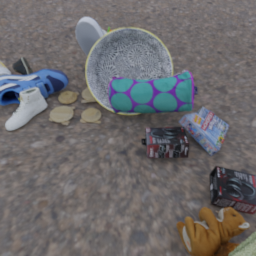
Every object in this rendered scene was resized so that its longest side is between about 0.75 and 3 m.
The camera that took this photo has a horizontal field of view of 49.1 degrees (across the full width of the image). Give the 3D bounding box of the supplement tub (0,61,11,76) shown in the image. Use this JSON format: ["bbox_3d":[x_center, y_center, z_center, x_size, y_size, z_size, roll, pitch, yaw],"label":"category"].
[{"bbox_3d":[-5.155,-2.083,10.985,0.935,0.935,1.286,-30,53,-26],"label":"supplement tub"}]

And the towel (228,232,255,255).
[{"bbox_3d":[2.491,2.766,5.107,1.952,0.356,1.448,-37,79,-2],"label":"towel"}]

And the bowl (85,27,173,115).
[{"bbox_3d":[0.059,-2.077,10.060,2.973,2.973,1.395,2,23,2],"label":"bowl"}]

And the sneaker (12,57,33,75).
[{"bbox_3d":[-4.078,-2.155,10.949,0.575,0.405,1.083,-28,80,14],"label":"sneaker"}]

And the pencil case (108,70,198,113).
[{"bbox_3d":[0.773,-1.145,9.183,2.840,1.208,1.312,-1,84,20],"label":"pencil case"}]

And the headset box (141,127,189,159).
[{"bbox_3d":[1.094,0.439,8.590,1.375,0.531,1.023,0,30,2],"label":"headset box"}]

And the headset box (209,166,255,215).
[{"bbox_3d":[2.896,1.668,7.479,1.306,0.504,0.972,13,48,0],"label":"headset box"}]

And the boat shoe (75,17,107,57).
[{"bbox_3d":[-1.174,-3.228,10.588,1.074,2.919,0.954,16,71,10],"label":"boat shoe"}]

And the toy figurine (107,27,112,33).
[{"bbox_3d":[-0.575,-4.307,13.483,0.888,0.724,0.965,11,68,-2],"label":"toy figurine"}]

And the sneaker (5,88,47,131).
[{"bbox_3d":[-3.630,-0.724,9.570,0.613,0.961,1.663,22,53,32],"label":"sneaker"}]

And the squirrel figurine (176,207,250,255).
[{"bbox_3d":[2.063,2.544,6.354,1.432,1.086,1.534,-13,58,-9],"label":"squirrel figurine"}]

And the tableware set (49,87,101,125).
[{"bbox_3d":[-1.826,-0.836,10.250,1.795,0.249,2.149,1,45,1],"label":"tableware set"}]

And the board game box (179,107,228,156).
[{"bbox_3d":[2.442,-0.088,9.006,1.450,0.448,1.451,37,52,2],"label":"board game box"}]

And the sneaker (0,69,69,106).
[{"bbox_3d":[-3.542,-1.407,10.336,2.737,1.012,1.126,-11,49,-1],"label":"sneaker"}]
